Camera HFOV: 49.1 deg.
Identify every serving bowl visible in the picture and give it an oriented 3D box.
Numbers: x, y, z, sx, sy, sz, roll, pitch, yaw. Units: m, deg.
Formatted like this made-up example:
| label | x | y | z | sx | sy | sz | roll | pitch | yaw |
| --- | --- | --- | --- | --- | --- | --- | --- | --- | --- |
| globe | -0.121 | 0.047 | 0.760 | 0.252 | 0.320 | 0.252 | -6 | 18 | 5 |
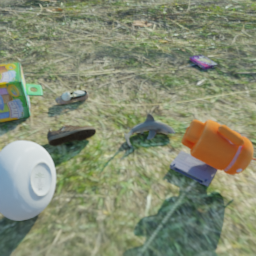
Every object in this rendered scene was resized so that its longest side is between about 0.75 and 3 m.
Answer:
| label | x | y | z | sx | sy | sz | roll | pitch | yaw |
| --- | --- | --- | --- | --- | --- | --- | --- | --- | --- |
| serving bowl | -2.635 | 1.408 | 7.652 | 0.711 | 2.162 | 2.162 | -6 | 35 | 21 |

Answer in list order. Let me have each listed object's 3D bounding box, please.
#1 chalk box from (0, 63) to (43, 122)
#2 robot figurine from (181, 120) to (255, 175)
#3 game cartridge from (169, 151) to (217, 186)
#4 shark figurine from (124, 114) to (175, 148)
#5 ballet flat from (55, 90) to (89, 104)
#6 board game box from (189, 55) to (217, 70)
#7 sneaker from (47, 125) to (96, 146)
| label | x | y | z | sx | sy | sz | roll | pitch | yaw |
| --- | --- | --- | --- | --- | --- | --- | --- | --- | --- |
| chalk box | -5.144 | -1.495 | 11.760 | 2.925 | 1.811 | 1.820 | -13 | 40 | -15 |
| robot figurine | 2.826 | 0.602 | 8.649 | 2.252 | 1.620 | 1.313 | 27 | 27 | 6 |
| game cartridge | 2.210 | 1.335 | 9.401 | 1.389 | 0.267 | 0.901 | 25 | 39 | 27 |
| shark figurine | 0.627 | -0.092 | 10.755 | 2.095 | 0.874 | 1.251 | -13 | 40 | -19 |
| ballet flat | -2.542 | -1.454 | 12.681 | 1.541 | 0.518 | 0.525 | -15 | 70 | -17 |
| board game box | 4.286 | -3.779 | 16.040 | 0.878 | 0.236 | 1.463 | -20 | 42 | -17 |
| sneaker | -2.150 | 0.115 | 10.562 | 1.820 | 0.641 | 0.687 | -12 | 53 | -13 |
